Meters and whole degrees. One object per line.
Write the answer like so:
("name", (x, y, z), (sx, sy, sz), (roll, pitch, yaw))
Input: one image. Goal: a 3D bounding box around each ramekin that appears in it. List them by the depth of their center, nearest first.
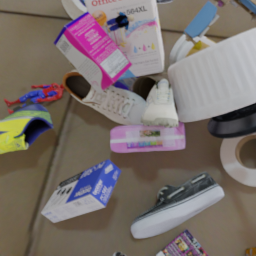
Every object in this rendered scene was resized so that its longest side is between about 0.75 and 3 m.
("ramekin", (2.316, -1.284, 6.681), (2.809, 2.809, 1.369), (-23, 96, -11))

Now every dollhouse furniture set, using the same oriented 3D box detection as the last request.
("dollhouse furniture set", (2.097, -2.374, 6.520), (1.086, 1.571, 1.664), (40, 103, -3))

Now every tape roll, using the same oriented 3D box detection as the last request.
("tape roll", (3.484, 0.685, 7.687), (1.846, 0.337, 1.846), (-15, 63, 32))

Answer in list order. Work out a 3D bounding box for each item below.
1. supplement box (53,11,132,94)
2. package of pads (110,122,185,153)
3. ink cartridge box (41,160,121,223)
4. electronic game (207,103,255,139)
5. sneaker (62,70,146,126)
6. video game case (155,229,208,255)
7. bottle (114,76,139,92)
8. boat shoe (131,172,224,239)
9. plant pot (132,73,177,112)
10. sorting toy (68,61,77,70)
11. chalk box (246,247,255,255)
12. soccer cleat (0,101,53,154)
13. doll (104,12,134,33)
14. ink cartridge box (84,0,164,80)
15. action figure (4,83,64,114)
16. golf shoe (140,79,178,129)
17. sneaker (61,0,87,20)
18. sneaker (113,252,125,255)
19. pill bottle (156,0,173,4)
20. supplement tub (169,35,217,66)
("supplement box", (-0.876, -1.853, 7.060), (1.713, 0.867, 0.885), (49, 57, -12))
("package of pads", (0.560, 0.251, 7.715), (1.976, 1.191, 0.748), (-5, 94, 8))
("ink cartridge box", (-1.103, 1.471, 6.336), (0.452, 2.047, 0.962), (45, 43, -18))
("electronic game", (3.377, -0.557, 7.380), (2.750, 2.750, 0.572), (-36, 102, -16))
("sneaker", (-0.636, -0.764, 8.226), (2.908, 1.231, 1.059), (25, 104, -1))
("video game case", (1.415, 3.596, 6.849), (1.458, 0.288, 1.609), (-35, 68, -16))
("bottle", (0.159, -1.681, 9.382), (0.592, 0.463, 1.418), (37, 69, 17))
("boat shoe", (1.192, 1.989, 7.402), (2.706, 0.975, 0.960), (-19, 55, -20))
("plant pot", (1.166, -1.062, 8.609), (1.381, 1.592, 1.592), (-28, 66, -31))
("sorting toy", (-1.446, -2.171, 8.786), (0.244, 0.697, 1.445), (35, 89, 40))
("chalk box", (3.510, 3.390, 6.730), (1.142, 0.708, 0.713), (15, 63, 6))
("soccer cleat", (-3.216, 0.307, 7.289), (2.671, 0.863, 1.117), (-35, 63, -17))
("doll", (-0.186, -2.555, 6.822), (0.770, 0.526, 0.187), (-10, 36, 32))
("ink cartridge box", (-0.034, -2.969, 7.924), (1.721, 2.677, 1.676), (-8, 30, 13))
("action figure", (-2.895, -1.044, 9.073), (2.079, 0.537, 0.680), (-23, 63, -14))
("golf shoe", (0.680, -0.577, 6.177), (0.782, 1.999, 0.972), (4, 106, -2))
("sneaker", (-1.276, -4.721, 10.710), (1.747, 0.961, 2.386), (-34, 65, -24))
("sneaker", (0.032, 3.541, 6.425), (1.351, 0.508, 0.548), (44, 102, 23))
("pill bottle", (0.868, -5.042, 8.207), (1.275, 2.400, 1.275), (0, 38, 0))
("supplement tub", (2.452, -2.027, 8.949), (1.444, 1.444, 1.999), (-41, 64, -18))
